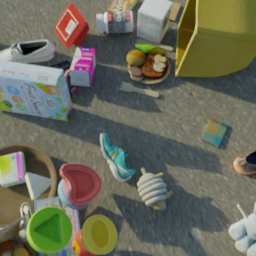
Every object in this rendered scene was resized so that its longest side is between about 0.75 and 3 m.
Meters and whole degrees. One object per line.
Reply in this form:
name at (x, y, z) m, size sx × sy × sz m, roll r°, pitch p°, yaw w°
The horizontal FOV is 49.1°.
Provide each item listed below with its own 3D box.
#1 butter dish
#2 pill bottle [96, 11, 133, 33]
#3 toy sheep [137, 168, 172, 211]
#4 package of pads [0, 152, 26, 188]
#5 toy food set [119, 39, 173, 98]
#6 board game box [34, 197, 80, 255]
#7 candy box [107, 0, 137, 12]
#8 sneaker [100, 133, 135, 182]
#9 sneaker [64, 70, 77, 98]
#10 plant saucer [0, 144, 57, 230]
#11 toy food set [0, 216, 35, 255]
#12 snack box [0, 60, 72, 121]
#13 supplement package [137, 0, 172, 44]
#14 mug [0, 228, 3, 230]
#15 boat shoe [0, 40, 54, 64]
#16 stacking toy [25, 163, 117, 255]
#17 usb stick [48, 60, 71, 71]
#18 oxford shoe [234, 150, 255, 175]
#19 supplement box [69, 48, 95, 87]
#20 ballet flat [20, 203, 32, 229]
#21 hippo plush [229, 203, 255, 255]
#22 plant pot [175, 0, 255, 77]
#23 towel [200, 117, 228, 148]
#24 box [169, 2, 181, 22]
butter dish at (-2.218, -4.232, 11.977) m, size 1.475 × 1.091 × 1.471 m, roll -46°, pitch 64°, yaw 25°
pill bottle at (-0.576, -4.579, 12.171) m, size 1.526 × 0.869 × 0.869 m, roll -4°, pitch 66°, yaw -1°
toy sheep at (0.804, 1.999, 9.191) m, size 1.032 × 1.032 × 1.496 m, roll -21°, pitch 63°, yaw -9°
package of pads at (-3.985, 1.437, 9.637) m, size 0.835 × 0.369 × 1.081 m, roll -14°, pitch 67°, yaw -6°
toy food set at (0.812, -2.608, 11.471) m, size 1.881 × 0.547 × 2.724 m, roll 15°, pitch 67°, yaw 6°
board game box at (-2.159, 3.138, 8.734) m, size 1.286 × 0.327 × 1.913 m, roll -6°, pitch 74°, yaw -15°
candy box at (-0.264, -5.646, 12.918) m, size 0.828 × 0.397 × 1.434 m, roll 25°, pitch 68°, yaw 11°
sneaker at (-0.396, 0.948, 9.695) m, size 0.723 × 0.704 × 1.816 m, roll -30°, pitch 84°, yaw 9°
sneaker at (-2.315, -1.724, 11.177) m, size 0.580 × 0.481 × 1.217 m, roll 8°, pitch 72°, yaw -7°
plant saucer at (-3.852, 1.977, 9.483) m, size 2.972 × 0.438 × 2.972 m, roll 0°, pitch 66°, yaw 1°
toy food set at (-2.799, 3.721, 7.703) m, size 0.700 × 1.663 × 2.318 m, roll -32°, pitch 86°, yaw 8°
snack box at (-3.666, -1.318, 9.999) m, size 2.991 × 2.127 × 0.792 m, roll 9°, pitch 60°, yaw 4°
supplement package at (1.098, -4.569, 11.864) m, size 1.079 × 1.432 × 1.087 m, roll 24°, pitch 68°, yaw 10°
mug at (-3.787, 3.587, 8.486) m, size 0.978 × 0.803 × 0.783 m, roll 48°, pitch 44°, yaw -3°
boat shoe at (-4.407, -3.079, 11.497) m, size 2.618 × 0.860 × 0.942 m, roll -7°, pitch 67°, yaw -2°
stacking toy at (-1.851, 2.505, 8.157) m, size 2.496 × 1.165 × 2.758 m, roll 6°, pitch 52°, yaw -35°
usb stick at (-3.154, -2.362, 11.519) m, size 1.617 × 0.264 × 0.448 m, roll -24°, pitch 55°, yaw -10°
oxford shoe at (4.942, 1.012, 9.663) m, size 2.416 × 0.881 × 0.861 m, roll -17°, pitch 67°, yaw -8°
supplement box at (-1.774, -2.414, 11.095) m, size 0.757 × 0.773 × 1.495 m, roll 5°, pitch 51°, yaw 0°
ballet flat at (-3.138, 2.841, 8.693) m, size 0.411 × 0.411 × 1.183 m, roll -23°, pitch 50°, yaw -10°
hippo plush at (4.110, 3.120, 8.717) m, size 1.435 × 1.422 × 1.785 m, roll -5°, pitch 74°, yaw -34°
plant pot at (3.593, -3.661, 10.867) m, size 2.841 × 2.759 × 2.778 m, roll 8°, pitch 66°, yaw -3°
towel at (3.220, 0.167, 10.452) m, size 0.753 × 0.111 × 1.027 m, roll 28°, pitch 67°, yaw 7°
box at (1.877, -5.428, 12.979) m, size 0.884 × 0.115 × 1.081 m, roll 19°, pitch 68°, yaw 8°
